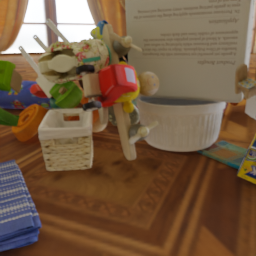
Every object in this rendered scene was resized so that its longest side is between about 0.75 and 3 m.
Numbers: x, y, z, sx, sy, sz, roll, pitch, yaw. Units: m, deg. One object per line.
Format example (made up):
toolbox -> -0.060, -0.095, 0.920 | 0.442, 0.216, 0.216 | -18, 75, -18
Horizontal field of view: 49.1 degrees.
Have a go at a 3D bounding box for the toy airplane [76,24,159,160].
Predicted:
toy airplane -> -0.144, -0.807, 6.230 | 1.663, 2.357, 2.346 | -11, 41, -3

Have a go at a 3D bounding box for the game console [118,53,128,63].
game console -> -0.198, -2.020, 8.178 | 1.185, 0.699, 0.143 | -34, -5, -35

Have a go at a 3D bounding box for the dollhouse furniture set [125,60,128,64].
dollhouse furniture set -> 0.131, -2.520, 10.911 | 0.628, 1.627, 0.813 | -15, 56, -8

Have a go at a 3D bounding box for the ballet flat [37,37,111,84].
ballet flat -> -1.604, -1.586, 6.749 | 0.943, 1.116, 2.951 | -24, 16, -38

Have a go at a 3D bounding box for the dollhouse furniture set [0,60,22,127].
dollhouse furniture set -> -3.107, -0.754, 5.506 | 1.776, 1.163, 0.891 | 6, -10, 2

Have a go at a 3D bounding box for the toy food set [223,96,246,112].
toy food set -> 3.908, -1.221, 10.036 | 2.899, 1.843, 0.457 | -22, 69, -36

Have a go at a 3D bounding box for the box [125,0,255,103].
box -> 1.744, -2.202, 7.391 | 2.787, 2.399, 2.800 | 6, 23, 24

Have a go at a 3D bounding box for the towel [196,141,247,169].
towel -> 2.525, 0.642, 6.710 | 1.050, 0.155, 1.431 | -12, 22, -34

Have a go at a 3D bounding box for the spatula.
spatula -> -2.353, -2.272, 8.647 | 2.565, 1.783, 0.206 | 49, 5, 29

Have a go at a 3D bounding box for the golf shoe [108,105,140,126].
golf shoe -> -0.365, -0.672, 9.475 | 2.459, 0.963, 1.196 | 19, 20, 41

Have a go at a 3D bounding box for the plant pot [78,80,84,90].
plant pot -> -1.006, -2.031, 11.021 | 1.390, 1.404, 1.404 | 14, 23, 32

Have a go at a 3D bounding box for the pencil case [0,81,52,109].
pencil case -> -4.091, -1.333, 10.873 | 2.883, 1.125, 1.252 | 1, 58, 1

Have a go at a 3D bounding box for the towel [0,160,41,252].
towel -> -2.636, 1.322, 4.636 | 1.919, 0.316, 2.651 | -12, 21, -25

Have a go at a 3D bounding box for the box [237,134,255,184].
box -> 3.064, 0.426, 6.037 | 0.772, 0.708, 2.203 | 25, 32, 24

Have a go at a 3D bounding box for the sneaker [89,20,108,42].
sneaker -> -0.642, -2.369, 7.085 | 0.400, 0.555, 1.056 | 40, 4, -2

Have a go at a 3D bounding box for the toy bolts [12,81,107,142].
toy bolts -> -2.050, -0.441, 8.648 | 2.486, 1.805, 2.603 | -41, 36, 3

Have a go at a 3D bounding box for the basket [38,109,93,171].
basket -> -1.380, 0.226, 6.585 | 1.122, 1.021, 1.655 | -2, 18, -6

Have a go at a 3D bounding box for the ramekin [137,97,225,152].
ramekin -> 1.359, -0.233, 7.448 | 2.274, 1.193, 2.274 | -1, 16, 0

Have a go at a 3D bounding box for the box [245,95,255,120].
box -> 5.198, -0.790, 9.812 | 1.733, 0.845, 1.078 | -1, 18, 0

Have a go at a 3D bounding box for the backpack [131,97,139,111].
backpack -> 1.258, -1.174, 9.996 | 2.355, 1.491, 1.965 | 0, 21, 7

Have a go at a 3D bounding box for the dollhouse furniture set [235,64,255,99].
dollhouse furniture set -> 2.815, -1.000, 4.587 | 1.510, 0.982, 1.387 | -28, 40, -16
